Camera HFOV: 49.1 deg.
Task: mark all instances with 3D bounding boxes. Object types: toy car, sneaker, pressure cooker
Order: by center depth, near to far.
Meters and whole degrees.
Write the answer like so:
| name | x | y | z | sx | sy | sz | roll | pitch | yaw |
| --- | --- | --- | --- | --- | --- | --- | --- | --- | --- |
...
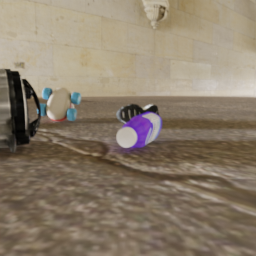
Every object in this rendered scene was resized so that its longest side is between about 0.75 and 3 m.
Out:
| name | x | y | z | sx | sy | sz | roll | pitch | yaw |
| --- | --- | --- | --- | --- | --- | --- | --- | --- | --- |
| pressure cooker | -3.854 | -0.504 | 7.921 | 2.655 | 2.335 | 2.371 | -7 | 13 | -25 |
| sneaker | 0.353 | -0.531 | 13.072 | 1.104 | 1.029 | 2.785 | -9 | -3 | 37 |
| toy car | -3.481 | -0.979 | 14.945 | 1.882 | 1.806 | 2.042 | 9 | -20 | 5 |

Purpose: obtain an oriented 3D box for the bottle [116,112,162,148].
| name | x | y | z | sx | sy | sz | roll | pitch | yaw |
| --- | --- | --- | --- | --- | --- | --- | --- | --- | --- |
| bottle | 0.364 | 0.096 | 8.502 | 0.756 | 0.967 | 2.316 | 22 | 16 | 18 |
